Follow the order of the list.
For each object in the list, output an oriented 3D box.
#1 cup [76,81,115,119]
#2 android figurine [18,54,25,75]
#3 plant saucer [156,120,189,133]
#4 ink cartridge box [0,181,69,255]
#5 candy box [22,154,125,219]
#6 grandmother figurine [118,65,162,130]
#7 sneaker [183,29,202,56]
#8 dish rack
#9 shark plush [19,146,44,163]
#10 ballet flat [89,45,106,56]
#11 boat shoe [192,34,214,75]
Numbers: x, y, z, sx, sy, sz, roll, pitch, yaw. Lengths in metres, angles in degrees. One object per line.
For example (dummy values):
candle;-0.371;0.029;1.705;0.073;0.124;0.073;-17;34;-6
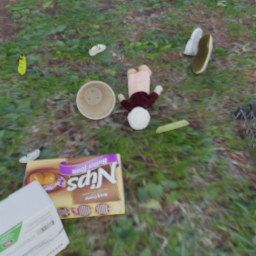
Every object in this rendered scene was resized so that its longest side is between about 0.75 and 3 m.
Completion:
cup;-1.291;-1.135;10.673;1.408;1.408;1.007;-12;20;-11
android figurine;-4.610;-2.728;12.184;0.184;0.896;0.816;6;52;-12
plant saucer;1.515;-0.065;9.756;1.182;1.182;0.184;-17;91;-15
ink cartridge box;-2.415;2.494;6.674;1.525;2.081;0.864;-31;51;-27
candy box;-1.565;1.732;8.249;2.832;0.800;1.653;-4;46;-2
grandmother figurine;0.471;-1.200;10.951;1.806;0.902;2.978;-20;45;28
sneaker;3.382;-4.163;13.899;0.799;0.728;1.949;26;59;5
dish rack;5.060;0.118;9.857;2.000;0.711;2.607;-4;49;-2
shark plush;-3.220;0.844;9.404;0.380;0.415;0.912;4;46;37
ballet flat;-1.485;-3.887;13.759;0.359;0.332;1.064;30;54;24
boat shoe;3.582;-3.320;12.905;0.850;0.753;2.323;-10;52;48
